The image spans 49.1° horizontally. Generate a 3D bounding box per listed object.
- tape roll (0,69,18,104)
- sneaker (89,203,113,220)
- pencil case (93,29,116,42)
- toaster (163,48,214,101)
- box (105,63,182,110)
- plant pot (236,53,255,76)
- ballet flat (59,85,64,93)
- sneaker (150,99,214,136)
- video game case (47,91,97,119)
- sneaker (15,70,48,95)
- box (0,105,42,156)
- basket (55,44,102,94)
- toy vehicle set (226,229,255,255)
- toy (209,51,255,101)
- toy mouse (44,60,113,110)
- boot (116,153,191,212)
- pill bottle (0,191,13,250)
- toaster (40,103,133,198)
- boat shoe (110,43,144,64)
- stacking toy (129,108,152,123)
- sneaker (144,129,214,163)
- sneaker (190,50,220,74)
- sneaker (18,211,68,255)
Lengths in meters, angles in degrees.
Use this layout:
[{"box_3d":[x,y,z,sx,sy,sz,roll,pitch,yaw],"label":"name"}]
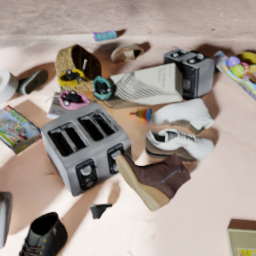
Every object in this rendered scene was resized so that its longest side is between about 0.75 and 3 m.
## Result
[{"box_3d":[-5.584,-1.792,12.218,1.554,0.544,1.554,-13,58,22],"label":"tape roll"},{"box_3d":[-0.804,2.549,8.527,0.863,0.323,0.458,9,65,-42],"label":"sneaker"},{"box_3d":[-1.348,-5.289,16.028,1.289,0.596,0.549,-16,50,-14],"label":"pencil case"},{"box_3d":[2.566,-2.217,12.137,1.264,2.130,1.926,-34,46,-26],"label":"toaster"},{"box_3d":[0.595,-1.575,11.173,2.970,1.016,1.220,-8,68,26],"label":"box"},{"box_3d":[5.750,-3.014,13.658,1.153,0.819,1.153,0,46,0],"label":"plant pot"},{"box_3d":[-2.977,-1.747,12.786,0.360,0.360,1.019,-8,45,-8],"label":"ballet flat"},{"box_3d":[2.158,-0.252,10.954,2.347,0.865,1.356,-18,56,-5],"label":"sneaker"},{"box_3d":[-2.223,-0.794,11.460,1.866,0.214,1.698,11,37,-12],"label":"video game case"},{"box_3d":[-4.535,-2.184,12.908,0.966,0.680,1.819,9,40,25],"label":"sneaker"},{"box_3d":[-4.546,0.020,10.998,2.322,0.403,1.278,31,53,27],"label":"box"},{"box_3d":[-2.192,-2.816,12.698,1.714,1.642,2.301,-13,45,6],"label":"basket"},{"box_3d":[3.290,3.565,7.693,0.933,0.199,1.502,4,46,3],"label":"toy vehicle set"},{"box_3d":[4.993,-2.466,12.355,2.751,0.649,1.584,47,42,5],"label":"toy"},{"box_3d":[-1.611,-1.254,10.688,2.648,0.577,2.980,33,48,16],"label":"toy mouse"},{"box_3d":[0.820,1.335,8.924,1.823,0.793,2.192,-37,94,-25],"label":"boot"},{"box_3d":[-4.579,2.406,7.414,2.696,1.560,1.560,7,44,-17],"label":"pill bottle"},{"box_3d":[-1.443,0.603,9.613,2.410,1.582,2.665,-25,51,-23],"label":"toaster"},{"box_3d":[-0.015,-3.822,14.502,2.067,0.783,0.742,-35,57,-27],"label":"boat shoe"},{"box_3d":[0.493,-0.558,11.568,0.936,0.543,0.514,7,51,23],"label":"stacking toy"},{"box_3d":[1.891,0.560,10.032,2.573,1.036,0.983,-1,42,-6],"label":"sneaker"},{"box_3d":[3.916,-3.314,14.038,1.130,0.754,1.973,-16,44,-26],"label":"sneaker"},{"box_3d":[-2.584,3.340,7.099,0.959,1.361,2.563,20,49,18],"label":"sneaker"}]
